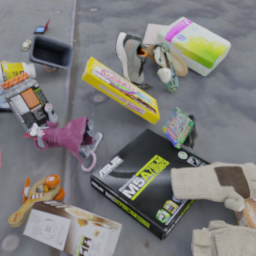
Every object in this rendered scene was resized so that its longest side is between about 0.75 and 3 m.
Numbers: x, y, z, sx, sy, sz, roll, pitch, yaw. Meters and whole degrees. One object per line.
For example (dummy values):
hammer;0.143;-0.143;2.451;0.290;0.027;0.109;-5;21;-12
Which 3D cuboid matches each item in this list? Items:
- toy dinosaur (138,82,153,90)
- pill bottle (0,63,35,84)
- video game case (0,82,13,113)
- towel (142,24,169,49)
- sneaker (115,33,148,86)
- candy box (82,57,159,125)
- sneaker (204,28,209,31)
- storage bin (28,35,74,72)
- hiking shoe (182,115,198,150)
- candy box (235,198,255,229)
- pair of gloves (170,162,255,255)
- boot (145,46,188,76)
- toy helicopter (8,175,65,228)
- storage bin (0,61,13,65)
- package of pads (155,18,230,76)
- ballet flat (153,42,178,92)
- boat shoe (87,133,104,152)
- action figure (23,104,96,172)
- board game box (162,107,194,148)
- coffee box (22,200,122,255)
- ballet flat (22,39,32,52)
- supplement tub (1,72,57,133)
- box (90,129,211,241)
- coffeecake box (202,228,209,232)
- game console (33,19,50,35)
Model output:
toy dinosaur;0.686;-1.653;11.161;0.409;0.308;0.800;-4;16;46
pill bottle;-4.403;-2.194;11.110;1.319;0.742;0.742;-11;44;-20
video game case;-4.771;-1.217;10.768;1.523;0.215;1.685;2;44;2
towel;1.687;-4.559;14.103;1.750;0.455;2.641;8;44;4
sneaker;0.270;-2.280;9.859;0.933;2.352;0.869;8;62;20
candy box;-0.193;-1.258;9.430;2.835;0.374;1.449;31;25;-19
sneaker;3.429;-4.695;14.328;1.619;0.591;0.624;-15;69;-12
storage bin;-3.302;-2.935;11.636;1.698;1.235;1.140;9;-5;-32
hiking shoe;1.904;0.122;8.572;0.395;0.524;1.042;-1;69;39
candy box;3.329;1.958;7.171;1.140;0.546;1.975;0;43;0
pair of gloves;2.370;1.999;6.504;2.385;0.492;2.805;-7;49;-7
boot;1.667;-2.914;12.088;2.053;0.722;1.470;33;14;4
toy helicopter;-2.458;1.823;7.142;1.059;0.632;1.601;8;37;27
storage bin;-5.204;-2.427;11.912;0.903;0.423;0.896;22;47;22
package of pads;2.924;-3.696;12.569;2.798;0.954;2.162;36;53;15
ballet flat;1.389;-2.384;10.984;0.773;0.773;2.081;-10;76;-11
boat shoe;-1.011;0.479;8.710;0.281;0.803;0.266;42;21;27
action figure;-2.058;0.279;8.400;2.177;1.621;1.458;0;40;17
board game box;1.484;-0.042;8.500;0.188;0.869;1.291;23;16;-19
coffee box;-1.207;2.271;6.282;1.846;1.056;0.736;15;82;15
ballet flat;-4.957;-4.093;13.729;0.304;0.337;0.896;11;45;11
supplement tub;-3.153;-0.772;8.926;1.107;1.807;1.107;-22;20;8
box;0.708;1.350;7.764;2.482;0.611;2.571;32;50;27
coffeecake box;2.072;2.928;6.243;0.882;0.420;1.150;8;44;8
game console;-4.619;-5.439;15.002;0.791;0.545;0.918;3;43;3
